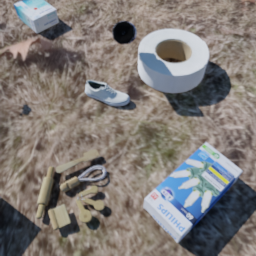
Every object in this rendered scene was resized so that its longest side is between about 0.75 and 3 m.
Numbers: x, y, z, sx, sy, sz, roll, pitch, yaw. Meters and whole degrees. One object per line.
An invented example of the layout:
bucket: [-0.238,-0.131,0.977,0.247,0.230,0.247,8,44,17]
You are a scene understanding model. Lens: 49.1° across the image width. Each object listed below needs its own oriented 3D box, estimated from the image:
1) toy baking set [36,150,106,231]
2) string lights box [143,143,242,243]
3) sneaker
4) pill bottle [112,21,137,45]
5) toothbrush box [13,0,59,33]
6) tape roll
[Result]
toy baking set: [-1.815,1.977,9.268,2.140,0.324,2.789,2,55,-2]
string lights box: [2.044,1.967,8.884,2.938,0.866,1.510,-37,63,-23]
sneaker: [-0.888,-1.424,11.376,1.942,0.687,0.709,15,56,10]
pill bottle: [-0.102,-3.640,10.742,0.842,0.842,1.505,6,19,4]
toothbrush box: [-4.719,-5.884,14.430,1.382,0.805,1.888,-37,64,-22]
tape roll: [1.933,-2.968,12.225,3.034,1.061,3.034,0,55,0]
